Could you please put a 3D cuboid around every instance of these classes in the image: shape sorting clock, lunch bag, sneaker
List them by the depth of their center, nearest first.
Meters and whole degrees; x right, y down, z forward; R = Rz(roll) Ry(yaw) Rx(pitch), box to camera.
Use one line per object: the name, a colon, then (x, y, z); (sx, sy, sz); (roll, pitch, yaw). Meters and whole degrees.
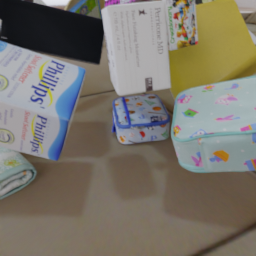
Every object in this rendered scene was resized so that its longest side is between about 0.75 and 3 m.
lunch bag: (2.405, -0.185, 5.882); (2.845, 1.097, 2.282); (-7, 34, 18)
lunch bag: (0.353, -0.357, 9.775); (1.942, 0.916, 2.424); (-5, 29, -5)
shape sorting clock: (-1.556, -3.924, 9.833); (0.413, 2.104, 2.104); (33, 40, 16)
sneaker: (-3.168, -3.172, 9.943); (1.043, 2.865, 1.213); (1, -9, 32)

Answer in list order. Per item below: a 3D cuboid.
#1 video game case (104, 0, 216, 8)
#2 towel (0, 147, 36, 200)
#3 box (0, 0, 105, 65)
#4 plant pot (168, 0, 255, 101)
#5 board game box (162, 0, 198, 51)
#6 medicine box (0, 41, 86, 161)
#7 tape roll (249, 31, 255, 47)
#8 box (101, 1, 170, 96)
video game case: (0.994, -3.703, 8.489); (2.548, 0.503, 2.811); (-3, 11, -30)
towel: (-4.164, 1.210, 7.266); (2.777, 0.669, 2.377); (-24, 39, -36)
box: (-2.158, -2.509, 7.389); (2.954, 1.165, 2.085); (10, 10, -12)
plant pot: (2.317, -2.076, 7.936); (2.239, 2.538, 2.539); (-24, -8, 25)
board game box: (1.086, -2.181, 5.808); (0.640, 1.014, 0.175); (-15, 26, -6)
medicine box: (-2.215, -0.648, 5.843); (2.250, 1.158, 2.049); (15, 38, -10)
tape roll: (3.364, -3.320, 9.880); (2.415, 0.798, 2.415); (20, 39, -17)
box: (0.117, -1.654, 5.702); (1.049, 1.597, 1.606); (-10, 21, -6)
